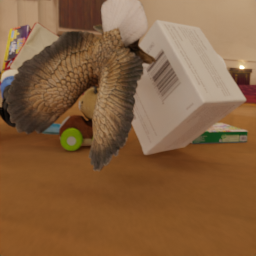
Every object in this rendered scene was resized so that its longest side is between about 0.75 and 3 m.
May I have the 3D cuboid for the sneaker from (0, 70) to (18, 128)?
[{"bbox_3d":[-2.486,-0.269,6.821,0.805,2.096,1.166,-10,54,-5],"label":"sneaker"}]

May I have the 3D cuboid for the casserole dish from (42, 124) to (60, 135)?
[{"bbox_3d":[-2.375,0.043,8.668,0.773,0.150,0.468,4,35,-18],"label":"casserole dish"}]

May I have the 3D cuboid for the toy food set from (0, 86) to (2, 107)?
[{"bbox_3d":[-4.696,-0.926,7.298,2.679,1.923,0.809,47,-6,-39],"label":"toy food set"}]

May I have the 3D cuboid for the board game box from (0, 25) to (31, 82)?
[{"bbox_3d":[-3.696,-1.952,10.687,0.847,2.988,2.470,-11,-34,4],"label":"board game box"}]

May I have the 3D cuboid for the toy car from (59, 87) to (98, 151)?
[{"bbox_3d":[-1.141,-0.554,8.047,1.661,2.105,1.729,0,9,-7],"label":"toy car"}]

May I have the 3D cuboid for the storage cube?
[{"bbox_3d":[-2.691,-1.683,8.739,2.119,1.811,1.905,31,-28,-24],"label":"storage cube"}]

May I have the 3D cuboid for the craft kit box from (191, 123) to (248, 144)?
[{"bbox_3d":[2.650,0.150,9.254,1.790,0.434,1.768,-1,6,-8],"label":"craft kit box"}]

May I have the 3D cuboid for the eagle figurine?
[{"bbox_3d":[-0.514,-0.757,4.657,1.865,1.855,2.458,-10,35,47],"label":"eagle figurine"}]

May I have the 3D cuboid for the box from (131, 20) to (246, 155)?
[{"bbox_3d":[1.040,-0.871,6.594,1.450,2.207,2.218,-6,-28,-36],"label":"box"}]
